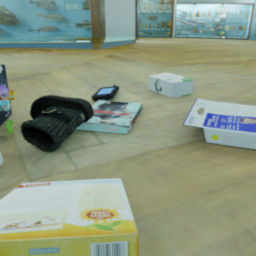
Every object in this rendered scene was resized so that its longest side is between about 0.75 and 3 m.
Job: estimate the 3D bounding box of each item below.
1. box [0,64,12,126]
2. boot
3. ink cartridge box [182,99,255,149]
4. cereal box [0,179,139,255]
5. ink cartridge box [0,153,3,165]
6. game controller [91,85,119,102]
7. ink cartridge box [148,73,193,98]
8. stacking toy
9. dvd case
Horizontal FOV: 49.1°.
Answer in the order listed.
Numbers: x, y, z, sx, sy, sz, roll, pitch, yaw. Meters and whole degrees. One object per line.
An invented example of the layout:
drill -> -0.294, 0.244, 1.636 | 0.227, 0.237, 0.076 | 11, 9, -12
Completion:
box -> -5.097, -1.084, 9.875 | 1.192, 1.997, 2.031 | -1, 23, -4
boot -> -2.701, -0.200, 9.009 | 2.781, 1.046, 2.079 | 0, 31, 33
ink cartridge box -> 3.524, -0.190, 9.553 | 2.864, 0.673, 2.830 | 7, 25, 21
cereal box -> -1.043, 1.405, 4.479 | 2.117, 0.582, 2.943 | -2, 1, -4
ink cartridge box -> -4.515, 0.224, 6.777 | 2.450, 1.788, 1.030 | 9, 34, 21
game controller -> -1.070, -1.677, 13.404 | 1.041, 0.420, 1.995 | 4, 22, 8
ink cartridge box -> 2.098, -2.173, 14.092 | 1.380, 0.797, 1.889 | -14, 26, -31
stacking toy -> -4.023, -0.955, 9.046 | 0.450, 1.443, 1.913 | -16, 54, -9
dvd case -> -0.634, -0.480, 10.646 | 1.958, 0.295, 2.682 | 5, 25, 13
